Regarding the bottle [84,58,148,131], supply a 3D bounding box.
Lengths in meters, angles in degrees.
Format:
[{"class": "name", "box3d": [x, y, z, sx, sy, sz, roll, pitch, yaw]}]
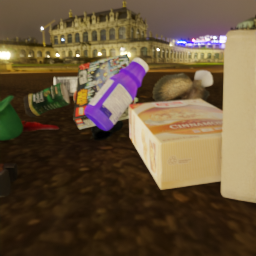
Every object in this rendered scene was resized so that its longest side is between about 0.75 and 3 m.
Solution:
[{"class": "bottle", "box3d": [-0.257, -0.992, 7.812, 0.716, 2.193, 0.916, 25, -17, 42]}]

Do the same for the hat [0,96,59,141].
[{"class": "hat", "box3d": [-3.454, 0.250, 8.408, 2.148, 1.891, 1.779, -39, 25, -4]}]

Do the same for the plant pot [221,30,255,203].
[{"class": "plant pot", "box3d": [3.375, -0.194, 4.499, 2.779, 2.775, 2.460, -12, 15, -40]}]

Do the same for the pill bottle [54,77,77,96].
[{"class": "pill bottle", "box3d": [-3.417, -2.575, 17.478, 2.303, 1.224, 1.224, -4, 15, -18]}]

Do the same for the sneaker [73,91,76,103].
[{"class": "sneaker", "box3d": [-1.216, -1.280, 12.308, 1.052, 0.990, 2.568, -4, 5, 32]}]

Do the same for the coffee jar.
[{"class": "coffee jar", "box3d": [-3.104, -1.030, 10.573, 1.656, 0.864, 0.707, -20, -24, 8]}]

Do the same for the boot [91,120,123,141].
[{"class": "boot", "box3d": [-0.638, 0.061, 8.673, 1.119, 0.414, 0.917, -10, 13, -9]}]

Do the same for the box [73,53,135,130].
[{"class": "box", "box3d": [-0.769, -1.297, 9.299, 1.879, 0.547, 2.744, -13, 47, 9]}]

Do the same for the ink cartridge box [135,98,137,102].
[{"class": "ink cartridge box", "box3d": [0.053, -1.584, 15.643, 0.797, 0.191, 0.580, -7, 16, -27]}]

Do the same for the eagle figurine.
[{"class": "eagle figurine", "box3d": [2.418, -1.364, 11.624, 1.875, 1.865, 2.471, -7, 5, 33]}]

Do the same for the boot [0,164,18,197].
[{"class": "boot", "box3d": [-2.850, 0.942, 5.053, 1.404, 0.481, 1.321, -3, 15, -10]}]

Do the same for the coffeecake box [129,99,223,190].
[{"class": "coffeecake box", "box3d": [1.292, 0.175, 6.415, 2.070, 0.985, 2.697, -6, 20, -11]}]
